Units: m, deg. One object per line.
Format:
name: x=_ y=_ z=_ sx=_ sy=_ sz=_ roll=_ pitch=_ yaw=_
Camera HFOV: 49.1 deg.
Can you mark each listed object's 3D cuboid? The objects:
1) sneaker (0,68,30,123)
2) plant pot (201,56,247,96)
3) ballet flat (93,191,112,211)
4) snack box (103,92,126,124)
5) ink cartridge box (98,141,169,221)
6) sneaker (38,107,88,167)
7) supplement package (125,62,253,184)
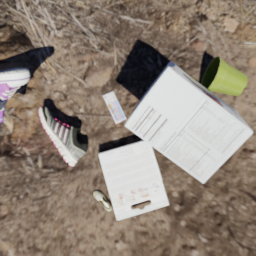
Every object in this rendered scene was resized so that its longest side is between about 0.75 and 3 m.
sneaker: x=-3.905 y=-0.960 z=8.718 sx=2.730 sy=0.989 sz=1.556 roll=-5 pitch=110 yaw=30
plant pot: x=3.966 y=-1.953 z=11.389 sx=1.416 sy=1.491 sz=1.491 roll=19 pitch=73 yaw=-8
ballet flat: x=-0.936 y=2.686 z=10.391 sx=0.941 sy=0.293 sz=0.317 roll=43 pitch=77 yaw=12
snack box: x=-0.572 y=-0.841 z=11.562 sx=0.478 sy=0.162 sz=1.329 roll=-24 pitch=74 yaw=-7
ink cartridge box: x=0.184 y=1.916 z=10.543 sx=2.036 sy=0.601 sz=2.544 roll=-16 pitch=79 yaw=-5
sneaker: x=-2.462 y=0.149 z=10.858 sx=1.153 sy=0.972 sz=2.636 roll=-34 pitch=80 yaw=-10
supplement package: x=1.720 y=-0.344 z=8.445 sx=2.725 sy=2.606 sz=2.004 roll=36 pitch=109 yaw=-3
